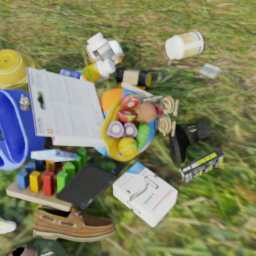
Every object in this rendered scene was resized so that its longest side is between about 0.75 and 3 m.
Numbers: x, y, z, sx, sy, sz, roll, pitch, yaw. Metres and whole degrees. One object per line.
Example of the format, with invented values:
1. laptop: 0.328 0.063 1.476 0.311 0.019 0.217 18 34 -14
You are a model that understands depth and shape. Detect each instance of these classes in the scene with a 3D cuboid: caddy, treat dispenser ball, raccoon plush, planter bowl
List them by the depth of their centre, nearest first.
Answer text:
1. raccoon plush: -3.258 -0.896 9.145 0.364 0.505 0.753 20 29 5
2. caddy: -4.327 -0.008 9.949 2.098 2.968 1.558 -13 6 24
3. treat dispenser ball: -0.279 -0.150 10.422 2.608 2.608 2.608 0 47 0
4. planter bowl: -4.711 -2.380 11.059 2.255 0.939 2.255 1 64 -3

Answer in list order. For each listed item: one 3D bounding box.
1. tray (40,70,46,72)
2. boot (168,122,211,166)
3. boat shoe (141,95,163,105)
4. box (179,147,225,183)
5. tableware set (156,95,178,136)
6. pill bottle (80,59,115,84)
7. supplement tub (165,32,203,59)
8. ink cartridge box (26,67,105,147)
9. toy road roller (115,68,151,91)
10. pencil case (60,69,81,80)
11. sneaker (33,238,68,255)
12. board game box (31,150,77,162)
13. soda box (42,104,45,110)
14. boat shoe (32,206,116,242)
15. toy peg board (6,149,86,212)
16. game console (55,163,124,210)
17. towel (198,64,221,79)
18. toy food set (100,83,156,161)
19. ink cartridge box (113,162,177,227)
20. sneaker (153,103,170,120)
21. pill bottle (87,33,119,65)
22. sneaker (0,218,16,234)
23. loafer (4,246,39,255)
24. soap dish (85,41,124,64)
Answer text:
1. tray: -4.527 -2.455 14.205 0.777 0.160 1.447 -11 48 -9
2. boot: 2.460 0.534 10.942 1.616 0.814 2.162 1 46 1
3. boat shoe: 0.805 -0.903 9.298 0.765 0.281 0.285 -11 19 -14
4. box: 2.407 1.266 9.217 1.421 1.471 0.350 -30 67 2
5. tableware set: 1.294 -0.447 10.001 0.276 1.375 0.909 -9 23 -35
6. pill bottle: -1.284 -2.320 11.703 1.390 0.772 0.772 -23 43 20
7. supplement tub: 3.064 -4.487 15.354 1.744 1.259 1.259 -17 49 -15
8. ink cartridge box: -1.891 -0.574 8.579 2.422 0.525 2.378 7 54 -39
9. toy road roller: 0.187 -1.846 13.037 1.415 1.681 2.303 10 11 9
10. pencil case: -2.121 -1.970 10.329 0.776 0.337 0.303 6 24 -13
11. sneaker: -1.937 3.932 7.416 0.954 1.277 2.844 -21 49 -18
12. board game box: -2.244 0.867 8.588 0.859 1.136 0.208 -7 77 21
13. soda box: -3.043 -0.464 11.459 0.639 0.687 2.013 -38 35 10
14. boat shoe: -1.617 2.843 8.466 2.512 0.854 0.904 2 3 -6
15. toy peg board: -2.510 1.416 9.444 2.203 1.082 2.212 12 28 12
16. game console: -1.092 1.553 8.335 0.963 1.654 1.455 44 24 -2
17. towel: 4.295 -2.992 14.707 0.948 0.164 0.912 30 53 24
18. toy food set: 0.177 -0.240 8.653 1.527 0.848 2.595 29 70 -25
19. ink cartridge box: 0.569 2.195 9.430 1.782 0.751 1.301 32 55 27
20. sneaker: 1.284 -0.408 11.012 0.512 0.465 1.207 -11 64 -18
21. pill bottle: -1.082 -3.283 12.068 0.824 1.416 0.824 -29 22 13
22. sneaker: -4.219 2.949 8.888 1.366 0.517 0.718 -5 47 -3
23. loafer: -3.143 3.573 7.984 1.349 0.479 0.493 -26 35 24
24. soap dish: -1.273 -4.020 15.275 1.822 0.740 1.433 -14 48 -13
